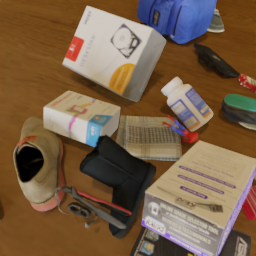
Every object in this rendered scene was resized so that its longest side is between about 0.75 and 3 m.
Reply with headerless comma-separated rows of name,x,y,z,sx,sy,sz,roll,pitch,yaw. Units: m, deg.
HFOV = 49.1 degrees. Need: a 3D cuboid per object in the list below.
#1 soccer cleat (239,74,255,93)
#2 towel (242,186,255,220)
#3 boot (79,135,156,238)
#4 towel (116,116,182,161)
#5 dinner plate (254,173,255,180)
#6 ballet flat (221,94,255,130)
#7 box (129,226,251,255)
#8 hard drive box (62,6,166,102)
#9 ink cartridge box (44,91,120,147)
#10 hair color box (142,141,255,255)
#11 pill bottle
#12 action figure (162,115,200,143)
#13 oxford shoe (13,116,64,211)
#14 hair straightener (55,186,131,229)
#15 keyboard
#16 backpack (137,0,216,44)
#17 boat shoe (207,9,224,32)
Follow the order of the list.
soccer cleat,4.313,-1.567,9.847,0.418,0.337,0.982,-13,46,-27
towel,3.144,1.688,6.446,1.160,0.130,0.839,-4,41,-7
boot,-0.391,1.177,5.826,1.465,0.666,1.743,30,79,-11
towel,0.571,0.209,7.887,1.783,0.308,1.716,2,43,1
dinner plate,3.370,1.287,6.539,0.931,0.113,0.931,22,16,-7
ballet flat,4.001,-0.264,7.894,2.732,0.998,0.998,17,45,30
box,0.947,2.703,4.984,2.017,0.614,2.502,21,46,16
hard drive box,-0.526,-2.476,9.330,2.833,2.208,1.088,30,10,30
ink cartridge box,-1.220,-0.279,7.464,1.668,0.706,1.206,18,33,14
hair color box,1.546,1.242,5.624,1.418,0.841,2.594,19,27,29
pill bottle,1.632,-0.701,7.915,0.826,0.826,1.474,-39,89,-34
action figure,1.493,0.119,7.619,1.128,0.559,0.368,35,85,17
oxford shoe,-2.234,0.509,6.887,1.049,1.114,2.978,-25,45,-6
hair straightener,-0.696,1.530,5.177,1.514,0.310,0.583,30,58,-12
keyboard,3.252,-2.603,11.018,1.235,0.470,2.372,6,36,-28
backpack,2.022,-5.086,12.197,2.510,2.431,2.992,-34,64,-22
boat shoe,3.993,-5.455,13.687,0.914,0.776,2.510,-6,43,-6
